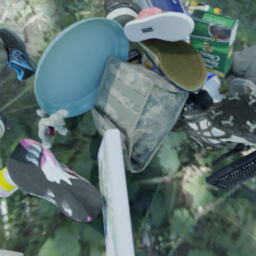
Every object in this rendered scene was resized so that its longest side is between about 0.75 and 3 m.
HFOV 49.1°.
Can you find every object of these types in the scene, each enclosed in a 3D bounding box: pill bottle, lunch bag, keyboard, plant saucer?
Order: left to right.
[{"bbox_3d":[-3.022,1.262,7.550,1.272,0.663,0.663,-37,73,10],"label":"pill bottle"},{"bbox_3d":[-1.096,-1.415,6.732,2.687,2.687,0.368,-40,65,-13],"label":"plant saucer"},{"bbox_3d":[0.033,-0.312,7.194,1.423,2.421,1.986,6,26,-37],"label":"lunch bag"},{"bbox_3d":[1.717,-1.381,8.206,1.481,1.481,2.644,-35,83,-12],"label":"pill bottle"},{"bbox_3d":[2.656,0.909,6.664,1.271,2.001,0.206,30,42,-19],"label":"keyboard"}]

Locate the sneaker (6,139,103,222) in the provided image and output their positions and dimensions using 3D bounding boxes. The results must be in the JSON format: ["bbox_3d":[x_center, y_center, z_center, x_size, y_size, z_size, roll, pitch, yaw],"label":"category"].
[{"bbox_3d":[-1.733,1.357,6.755,2.705,1.168,1.086,36,78,17],"label":"sneaker"}]

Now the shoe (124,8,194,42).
[{"bbox_3d":[0.757,-2.391,6.289,1.712,0.612,0.779,8,50,38],"label":"shoe"}]

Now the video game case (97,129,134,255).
[{"bbox_3d":[-0.356,1.804,6.382,0.324,2.683,2.943,-4,74,-11],"label":"video game case"}]

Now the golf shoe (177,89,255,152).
[{"bbox_3d":[2.252,-0.038,6.498,1.150,2.958,1.398,-36,118,-12],"label":"golf shoe"}]

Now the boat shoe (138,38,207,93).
[{"bbox_3d":[1.068,-1.689,6.853,0.885,0.814,2.477,-40,58,4],"label":"boat shoe"}]

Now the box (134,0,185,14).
[{"bbox_3d":[0.744,-3.608,8.145,0.320,1.975,1.196,-44,117,-28],"label":"box"}]

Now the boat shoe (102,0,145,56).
[{"bbox_3d":[0.213,-2.927,8.103,1.049,2.942,0.886,-20,78,20],"label":"boat shoe"}]

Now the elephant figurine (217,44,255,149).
[{"bbox_3d":[3.314,-0.816,7.507,1.726,1.893,2.440,-8,78,12],"label":"elephant figurine"}]

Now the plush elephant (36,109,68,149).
[{"bbox_3d":[-1.630,-0.056,6.207,0.720,0.677,0.874,-39,115,-39],"label":"plush elephant"}]

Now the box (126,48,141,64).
[{"bbox_3d":[-0.187,-1.641,8.433,1.266,1.256,0.315,-30,67,-10],"label":"box"}]

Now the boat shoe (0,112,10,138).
[{"bbox_3d":[-3.147,-0.175,6.244,0.751,2.413,0.900,-47,111,-28],"label":"boat shoe"}]

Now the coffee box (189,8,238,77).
[{"bbox_3d":[1.877,-1.871,6.356,0.975,1.585,0.349,27,72,22],"label":"coffee box"}]

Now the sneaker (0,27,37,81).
[{"bbox_3d":[-2.703,-1.751,6.699,0.476,1.301,0.533,5,44,47],"label":"sneaker"}]

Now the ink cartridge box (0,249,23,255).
[{"bbox_3d":[-3.150,3.268,6.832,0.747,1.033,0.435,9,70,3],"label":"ink cartridge box"}]

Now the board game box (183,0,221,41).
[{"bbox_3d":[2.235,-3.236,9.591,1.288,0.288,2.458,20,72,5],"label":"board game box"}]
